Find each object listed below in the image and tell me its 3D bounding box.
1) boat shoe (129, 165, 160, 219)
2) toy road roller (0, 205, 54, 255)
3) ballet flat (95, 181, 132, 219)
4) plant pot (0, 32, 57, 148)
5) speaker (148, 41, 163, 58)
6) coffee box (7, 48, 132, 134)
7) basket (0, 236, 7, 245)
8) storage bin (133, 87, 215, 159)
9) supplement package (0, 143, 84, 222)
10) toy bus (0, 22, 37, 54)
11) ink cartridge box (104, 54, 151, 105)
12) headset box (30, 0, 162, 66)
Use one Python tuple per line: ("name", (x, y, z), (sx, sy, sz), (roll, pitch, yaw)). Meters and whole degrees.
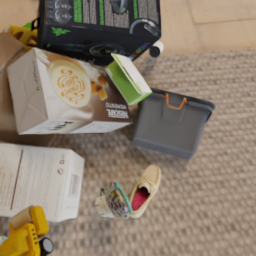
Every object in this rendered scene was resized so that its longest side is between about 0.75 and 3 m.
("boat shoe", (0.424, 1.509, 6.883), (0.536, 0.503, 1.455), (22, 65, 11))
("toy road roller", (-1.733, 1.783, 4.593), (0.604, 0.717, 0.982), (-33, 60, 11))
("ballet flat", (-0.358, 1.576, 5.897), (0.706, 1.962, 0.706), (0, 86, -7))
("plant pot", (-2.718, -0.569, 6.872), (2.279, 2.613, 2.613), (34, 65, -18))
("speaker", (0.849, -2.374, 8.459), (0.370, 0.370, 0.912), (12, 27, 6))
("coffee box", (-1.175, -0.648, 6.273), (1.019, 2.556, 1.462), (-21, 76, 34))
("basket", (-2.661, 3.475, 5.089), (2.166, 1.709, 2.457), (-19, 34, -8))
("storage bin", (1.070, -0.082, 7.266), (2.040, 1.485, 1.370), (14, 75, 7))
("supplement package", (-2.449, 1.202, 6.320), (2.531, 1.480, 1.485), (5, 76, 5))
("toy bus", (-3.310, -2.328, 8.262), (2.651, 1.370, 2.502), (-27, 66, -11))
("ink cartridge box", (-0.068, -1.048, 6.182), (0.522, 1.378, 1.018), (-34, 88, 18))
("headset box", (-0.941, -2.467, 6.800), (2.713, 2.362, 1.259), (-1, 85, -23))
